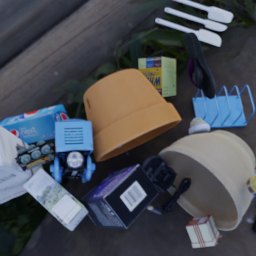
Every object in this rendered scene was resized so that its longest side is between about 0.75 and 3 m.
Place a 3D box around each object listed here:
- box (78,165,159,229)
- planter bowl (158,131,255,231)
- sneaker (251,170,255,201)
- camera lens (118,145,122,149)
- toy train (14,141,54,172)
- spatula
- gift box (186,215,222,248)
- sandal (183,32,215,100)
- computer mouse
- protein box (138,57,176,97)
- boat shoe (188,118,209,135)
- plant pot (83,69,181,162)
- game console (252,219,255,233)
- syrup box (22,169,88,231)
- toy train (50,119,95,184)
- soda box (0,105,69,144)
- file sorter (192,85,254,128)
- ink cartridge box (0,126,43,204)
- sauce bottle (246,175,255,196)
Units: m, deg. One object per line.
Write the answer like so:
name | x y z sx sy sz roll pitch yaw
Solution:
box | -0.318 1.949 7.836 1.414 1.911 0.997 -39 96 -34
planter bowl | 2.449 1.231 8.147 1.874 2.784 2.784 -38 70 -26
sneaker | 3.848 1.878 9.049 0.470 0.451 1.198 12 56 13
camera lens | -0.363 0.077 8.824 0.754 0.754 0.943 25 77 11
toy train | -2.301 0.720 6.954 0.987 0.563 0.421 -27 40 -30
spatula | 2.884 -4.776 12.251 2.979 0.239 2.071 23 73 11
gift box | 2.166 2.938 7.919 0.720 0.781 0.729 -22 86 36
sandal | 2.241 -1.969 9.324 0.556 0.873 2.324 -26 102 -8
computer mouse | 0.855 1.718 8.368 1.485 2.115 0.487 -55 34 -2
protein box | 1.043 -1.749 9.826 0.875 1.287 1.297 3 100 30
boat shoe | 2.117 -0.044 8.643 0.597 1.658 0.514 -9 82 5
plant pot | -0.083 -0.454 8.518 2.818 2.818 1.972 -24 82 -11
game console | 4.291 2.763 8.748 0.729 0.149 1.236 30 69 13
syrup box | -1.976 1.942 7.635 1.711 0.697 0.674 35 69 19
toy train | -1.626 0.781 8.185 1.201 2.770 1.582 0 76 -13
soda box | -3.010 -0.029 8.808 2.308 0.783 0.740 -11 25 20
file sorter | 3.334 -0.769 9.872 1.759 1.079 1.220 -3 66 -2
ink cartridge box | -3.884 1.203 7.829 2.146 2.955 1.232 -23 71 -4
sauce bottle | 3.235 1.063 6.045 0.481 1.487 0.481 11 59 -19
